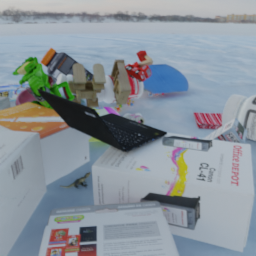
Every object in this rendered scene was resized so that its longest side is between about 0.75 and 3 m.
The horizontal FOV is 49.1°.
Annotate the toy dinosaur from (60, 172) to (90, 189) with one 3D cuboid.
[{"bbox_3d":[-1.166,1.293,6.548,0.782,0.186,0.345,-22,29,-30],"label":"toy dinosaur"}]

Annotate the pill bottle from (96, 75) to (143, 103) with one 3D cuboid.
[{"bbox_3d":[-0.512,-1.744,12.304,2.154,1.209,1.209,-13,26,-28],"label":"pill bottle"}]

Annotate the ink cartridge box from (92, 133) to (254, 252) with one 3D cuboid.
[{"bbox_3d":[0.974,1.033,5.812,2.863,1.226,2.113,7,23,19],"label":"ink cartridge box"}]

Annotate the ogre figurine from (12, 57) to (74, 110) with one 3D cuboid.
[{"bbox_3d":[-2.615,-1.232,8.795,1.355,1.656,2.762,-46,35,-20],"label":"ogre figurine"}]

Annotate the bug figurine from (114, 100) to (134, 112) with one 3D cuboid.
[{"bbox_3d":[-0.138,-0.896,11.400,0.840,0.216,0.652,-17,21,3],"label":"bug figurine"}]

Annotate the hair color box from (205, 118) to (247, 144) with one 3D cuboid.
[{"bbox_3d":[2.070,0.459,6.855,0.477,1.572,0.778,50,34,2],"label":"hair color box"}]

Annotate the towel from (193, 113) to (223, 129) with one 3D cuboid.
[{"bbox_3d":[3.435,-0.290,10.181,1.952,0.219,1.411,2,22,5],"label":"towel"}]

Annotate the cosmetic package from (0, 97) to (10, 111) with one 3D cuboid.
[{"bbox_3d":[-5.348,-0.389,9.308,2.521,1.137,1.347,-5,20,-4],"label":"cosmetic package"}]

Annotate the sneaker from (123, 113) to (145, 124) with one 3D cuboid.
[{"bbox_3d":[0.195,-0.266,9.806,1.014,0.412,0.447,-13,34,-38],"label":"sneaker"}]

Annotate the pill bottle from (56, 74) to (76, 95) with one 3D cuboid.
[{"bbox_3d":[-2.151,-1.689,11.059,1.248,0.691,0.691,16,12,-34],"label":"pill bottle"}]

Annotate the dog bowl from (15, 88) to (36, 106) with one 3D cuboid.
[{"bbox_3d":[-3.328,-0.865,10.270,1.648,0.608,1.648,6,46,-6],"label":"dog bowl"}]

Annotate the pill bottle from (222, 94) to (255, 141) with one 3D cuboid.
[{"bbox_3d":[4.244,-0.214,8.497,2.446,1.392,1.392,21,31,37],"label":"pill bottle"}]

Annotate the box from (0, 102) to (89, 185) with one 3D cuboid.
[{"bbox_3d":[-2.494,0.298,7.484,2.541,1.239,1.581,17,28,33],"label":"box"}]

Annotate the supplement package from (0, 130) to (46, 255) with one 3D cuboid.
[{"bbox_3d":[-2.977,1.095,5.200,2.127,1.564,2.034,3,24,6],"label":"supplement package"}]

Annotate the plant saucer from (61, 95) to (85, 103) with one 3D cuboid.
[{"bbox_3d":[-2.393,-1.242,11.940,1.157,0.158,1.157,12,3,-1],"label":"plant saucer"}]

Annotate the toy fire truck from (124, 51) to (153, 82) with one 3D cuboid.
[{"bbox_3d":[0.503,-2.279,10.224,1.145,0.396,1.623,-36,35,-11],"label":"toy fire truck"}]

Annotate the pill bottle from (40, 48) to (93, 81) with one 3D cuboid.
[{"bbox_3d":[-2.762,-2.570,12.703,2.356,1.251,1.251,37,14,-19],"label":"pill bottle"}]

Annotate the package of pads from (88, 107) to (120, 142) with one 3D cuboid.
[{"bbox_3d":[-1.041,-0.171,9.125,1.524,0.673,1.973,-4,19,-17],"label":"package of pads"}]

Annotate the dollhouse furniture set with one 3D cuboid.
[{"bbox_3d":[-1.187,-1.736,10.728,2.237,1.961,1.486,-3,62,-17],"label":"dollhouse furniture set"}]

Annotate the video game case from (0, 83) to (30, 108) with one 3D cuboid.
[{"bbox_3d":[-4.544,-1.331,12.054,2.597,0.651,2.865,-9,25,-18],"label":"video game case"}]

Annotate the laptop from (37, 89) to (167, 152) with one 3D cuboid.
[{"bbox_3d":[-0.492,-0.308,5.973,1.875,1.092,2.115,22,29,40],"label":"laptop"}]

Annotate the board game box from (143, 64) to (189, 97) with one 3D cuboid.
[{"bbox_3d":[1.526,-2.247,13.703,2.784,0.542,2.200,-8,49,-24],"label":"board game box"}]

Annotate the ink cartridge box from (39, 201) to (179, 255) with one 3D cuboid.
[{"bbox_3d":[-0.286,1.957,4.164,1.916,0.803,1.682,-2,23,-5],"label":"ink cartridge box"}]
